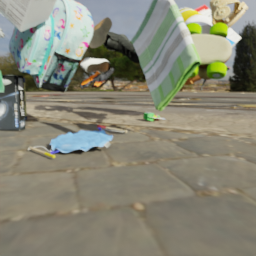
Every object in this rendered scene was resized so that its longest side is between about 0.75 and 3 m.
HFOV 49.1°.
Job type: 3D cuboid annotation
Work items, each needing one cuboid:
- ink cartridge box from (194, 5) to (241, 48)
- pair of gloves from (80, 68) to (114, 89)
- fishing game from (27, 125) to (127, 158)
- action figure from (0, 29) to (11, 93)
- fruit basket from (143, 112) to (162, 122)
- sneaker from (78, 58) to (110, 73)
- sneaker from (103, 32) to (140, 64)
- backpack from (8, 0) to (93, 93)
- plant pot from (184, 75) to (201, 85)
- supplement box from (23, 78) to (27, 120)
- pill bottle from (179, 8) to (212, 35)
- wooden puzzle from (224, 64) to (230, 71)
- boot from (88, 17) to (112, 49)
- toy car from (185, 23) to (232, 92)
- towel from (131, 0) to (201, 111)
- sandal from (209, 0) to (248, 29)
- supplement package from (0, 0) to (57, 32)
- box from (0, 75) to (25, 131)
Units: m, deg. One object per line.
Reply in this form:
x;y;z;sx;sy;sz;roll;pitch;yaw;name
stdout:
2.848;-3.675;10.450;1.390;2.392;0.804;-40;-8;-40;ink cartridge box
-1.487;-2.370;13.316;1.667;0.206;1.486;3;43;47;pair of gloves
-1.114;0.365;6.845;1.587;0.345;2.216;8;20;41;fishing game
-3.889;-2.534;7.411;1.712;2.898;0.793;24;40;36;action figure
1.062;-0.465;11.717;0.786;0.369;0.728;-1;9;-22;fruit basket
-1.550;-2.956;12.822;0.768;0.661;1.815;36;25;21;sneaker
-0.424;-3.632;12.446;1.308;0.753;2.507;-11;48;-38;sneaker
-2.465;-2.884;9.054;2.088;2.774;2.462;14;31;-47;backpack
2.746;-2.548;11.213;1.081;1.545;1.545;-4;6;29;plant pot
-5.226;-1.144;11.424;1.778;1.776;1.193;0;9;-2;supplement box
1.950;-2.963;8.461;0.986;0.986;1.773;-2;33;-11;pill bottle
2.761;-2.408;9.917;1.669;0.117;0.990;31;-20;-27;wooden puzzle
-1.286;-3.857;11.612;0.655;0.639;1.736;-4;48;41;boot
1.726;-1.498;6.531;1.133;1.180;1.436;5;-17;12;toy car
0.626;-1.544;5.527;0.309;2.012;1.501;1;-33;-24;towel
2.459;-3.034;7.285;0.933;0.837;2.544;-41;3;40;sandal
-2.460;-3.411;6.841;1.482;1.117;1.125;-42;7;44;supplement package
-4.247;-0.837;9.384;1.469;1.834;0.399;2;7;7;box
